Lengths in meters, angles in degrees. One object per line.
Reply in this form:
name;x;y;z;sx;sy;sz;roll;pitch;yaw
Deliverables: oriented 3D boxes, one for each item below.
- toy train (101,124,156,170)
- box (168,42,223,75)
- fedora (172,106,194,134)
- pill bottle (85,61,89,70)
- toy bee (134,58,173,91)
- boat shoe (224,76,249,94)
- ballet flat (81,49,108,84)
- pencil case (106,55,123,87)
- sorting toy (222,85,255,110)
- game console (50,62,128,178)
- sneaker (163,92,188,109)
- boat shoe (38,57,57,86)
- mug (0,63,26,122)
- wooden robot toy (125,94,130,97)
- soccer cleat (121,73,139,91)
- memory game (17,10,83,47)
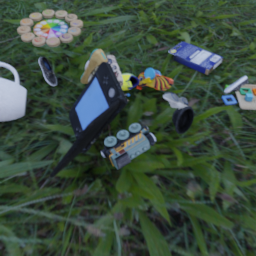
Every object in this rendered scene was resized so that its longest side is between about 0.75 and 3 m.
toy train;0.017;0.389;6.110;1.209;0.515;0.689;-29;47;-16
box;2.983;-3.172;12.590;2.110;0.342;1.278;33;55;25
fedora;1.727;-0.299;9.149;0.964;0.964;0.440;-31;39;-26
pill bottle;-1.060;-2.205;11.113;1.308;0.726;0.726;31;54;23
toy bee;0.829;-1.833;10.945;1.214;1.008;1.854;13;23;-38
boat shoe;3.332;-1.247;8.556;0.868;0.303;0.288;-35;96;-15
ballet flat;-1.125;-1.824;9.177;0.567;1.798;0.617;48;60;4
pencil case;-0.560;-1.937;9.808;0.559;0.487;1.251;-8;64;-24
sorting toy;4.868;-1.259;10.799;2.444;0.333;1.376;4;47;3
game console;-1.357;-0.263;7.805;1.533;2.634;2.317;0;56;-40
sneaker;1.302;-0.722;7.918;0.899;0.392;0.335;20;49;-34
boat shoe;-2.913;-2.087;10.288;0.395;1.128;0.374;-26;11;-30
mug;-4.494;-1.240;9.688;1.832;1.543;2.090;6;83;-20
wooden robot toy;-0.498;-1.135;9.421;0.621;0.639;1.409;-37;73;-15
soccer cleat;-0.331;-1.624;10.344;0.836;0.646;1.999;20;30;31
memory game;-2.711;-3.511;9.730;2.241;0.143;2.241;1;52;-2
